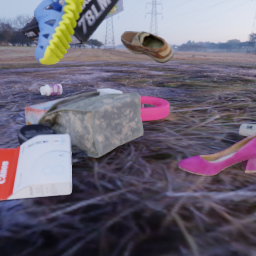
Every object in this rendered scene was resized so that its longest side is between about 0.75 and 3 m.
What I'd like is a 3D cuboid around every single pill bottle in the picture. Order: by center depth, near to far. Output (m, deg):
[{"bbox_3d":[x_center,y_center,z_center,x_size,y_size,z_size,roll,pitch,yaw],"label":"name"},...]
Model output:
[{"bbox_3d":[-3.748,-1.852,13.662,0.949,0.533,0.533,-14,21,-37],"label":"pill bottle"}]

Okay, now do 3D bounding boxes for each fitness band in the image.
[{"bbox_3d":[0.072,-0.663,9.776,2.733,0.511,1.962,-5,20,-13],"label":"fitness band"}]

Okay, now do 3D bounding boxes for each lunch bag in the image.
[{"bbox_3d":[-0.961,-0.198,6.809,2.111,1.241,1.731,5,18,38],"label":"lunch bag"}]

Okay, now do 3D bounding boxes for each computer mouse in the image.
[{"bbox_3d":[-1.799,0.474,5.967,1.263,0.481,1.824,-11,31,-35],"label":"computer mouse"}]

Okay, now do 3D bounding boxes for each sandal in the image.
[{"bbox_3d":[-1.124,-1.629,4.219,0.633,1.453,0.578,15,-16,0],"label":"sandal"}]

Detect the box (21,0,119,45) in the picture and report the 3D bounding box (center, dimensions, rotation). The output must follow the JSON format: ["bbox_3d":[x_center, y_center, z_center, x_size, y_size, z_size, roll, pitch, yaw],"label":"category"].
[{"bbox_3d":[-0.940,-3.097,6.223,0.716,2.883,2.862,42,-11,-36],"label":"box"}]

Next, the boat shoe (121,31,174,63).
[{"bbox_3d":[0.668,-3.280,10.616,2.369,0.896,0.875,29,-9,31],"label":"boat shoe"}]

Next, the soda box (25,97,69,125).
[{"bbox_3d":[-1.947,-0.413,8.305,0.710,0.763,2.232,9,18,27],"label":"soda box"}]

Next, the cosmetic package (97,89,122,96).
[{"bbox_3d":[-0.831,-1.446,12.420,0.646,0.470,1.270,-9,17,-28],"label":"cosmetic package"}]

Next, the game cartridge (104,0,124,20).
[{"bbox_3d":[-0.696,-4.039,9.012,0.275,0.905,1.357,18,46,39],"label":"game cartridge"}]

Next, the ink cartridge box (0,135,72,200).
[{"bbox_3d":[-1.745,0.618,4.778,1.519,0.359,1.216,-1,37,-13],"label":"ink cartridge box"}]

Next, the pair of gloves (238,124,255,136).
[{"bbox_3d":[3.570,0.366,6.303,2.061,0.425,2.424,2,14,21],"label":"pair of gloves"}]

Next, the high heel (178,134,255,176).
[{"bbox_3d":[1.783,0.455,5.297,1.643,0.788,0.553,1,16,2],"label":"high heel"}]
